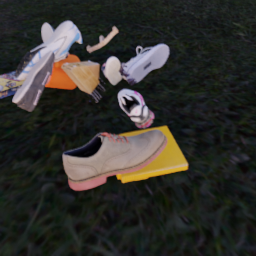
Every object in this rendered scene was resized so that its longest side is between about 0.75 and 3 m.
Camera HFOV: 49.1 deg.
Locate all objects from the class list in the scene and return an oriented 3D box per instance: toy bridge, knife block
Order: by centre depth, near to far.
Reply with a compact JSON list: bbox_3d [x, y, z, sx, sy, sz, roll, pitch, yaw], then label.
[{"bbox_3d":[-1.649,-1.673,10.678,0.584,1.603,1.826,24,29,35],"label":"knife block"},{"bbox_3d":[-1.130,-3.842,12.367,1.661,0.226,0.558,-30,41,20],"label":"toy bridge"}]

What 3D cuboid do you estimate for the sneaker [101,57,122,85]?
[{"bbox_3d":[-0.691,-2.158,10.099,0.628,1.675,0.708,-39,77,-10],"label":"sneaker"}]

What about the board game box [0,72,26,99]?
[{"bbox_3d":[-5.081,-1.923,12.162,1.983,0.343,1.343,-25,46,-27],"label":"board game box"}]

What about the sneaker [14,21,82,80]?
[{"bbox_3d":[-2.840,-2.609,10.067,2.827,1.024,1.016,-42,35,-6],"label":"sneaker"}]

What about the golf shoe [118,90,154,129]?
[{"bbox_3d":[0.095,-0.816,8.635,0.731,0.928,2.015,-41,35,2],"label":"golf shoe"}]

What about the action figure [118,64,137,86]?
[{"bbox_3d":[-0.131,-2.085,10.658,0.370,0.693,1.065,-37,73,-10],"label":"action figure"}]

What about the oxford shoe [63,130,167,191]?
[{"bbox_3d":[-0.269,0.575,7.317,2.920,1.092,1.029,-24,28,-19],"label":"oxford shoe"}]

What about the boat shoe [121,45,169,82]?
[{"bbox_3d":[0.647,-3.142,13.207,1.267,1.098,2.972,27,56,33],"label":"boat shoe"}]

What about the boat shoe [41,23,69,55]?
[{"bbox_3d":[-3.313,-3.917,12.935,0.644,0.780,2.083,-13,65,-52],"label":"boat shoe"}]

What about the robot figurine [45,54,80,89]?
[{"bbox_3d":[-2.961,-2.356,11.511,2.534,1.478,1.823,2,34,-37],"label":"robot figurine"}]

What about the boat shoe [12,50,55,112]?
[{"bbox_3d":[-2.754,-1.446,8.621,0.713,0.608,2.132,-4,52,43],"label":"boat shoe"}]

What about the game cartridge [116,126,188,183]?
[{"bbox_3d":[0.532,0.793,8.908,2.144,0.348,1.890,-11,41,-9],"label":"game cartridge"}]
